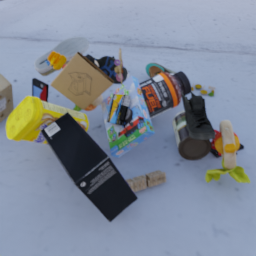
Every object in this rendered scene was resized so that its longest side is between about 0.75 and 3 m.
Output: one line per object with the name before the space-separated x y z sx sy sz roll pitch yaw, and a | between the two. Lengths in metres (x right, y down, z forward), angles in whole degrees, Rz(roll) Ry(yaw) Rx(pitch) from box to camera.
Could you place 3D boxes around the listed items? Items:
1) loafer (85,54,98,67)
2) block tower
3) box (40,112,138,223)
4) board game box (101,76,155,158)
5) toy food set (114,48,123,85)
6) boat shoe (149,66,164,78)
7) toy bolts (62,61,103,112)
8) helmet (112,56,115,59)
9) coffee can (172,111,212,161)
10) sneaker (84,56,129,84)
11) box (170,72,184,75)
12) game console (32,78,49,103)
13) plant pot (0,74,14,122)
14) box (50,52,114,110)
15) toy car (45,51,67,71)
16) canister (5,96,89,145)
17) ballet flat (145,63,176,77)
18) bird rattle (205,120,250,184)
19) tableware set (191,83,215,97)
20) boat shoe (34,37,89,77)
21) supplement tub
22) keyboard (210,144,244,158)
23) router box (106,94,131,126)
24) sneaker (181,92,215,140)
loafer | -1.217 -1.972 9.042 0.372 1.095 0.384 33 82 13
block tower | 0.553 1.652 8.715 1.251 0.338 0.362 -12 15 -18
box | -1.142 1.002 7.839 1.077 1.927 2.730 -36 41 -12
board game box | -0.109 -0.390 9.748 0.424 1.753 2.317 18 46 -41
toy food set | -0.269 -1.744 8.111 0.182 0.734 1.154 -4 38 4
boat shoe | 1.536 -2.389 13.361 0.732 0.691 2.034 -31 56 2
toy bolts | -1.390 -1.739 10.628 1.334 1.924 1.837 -2 24 36
helmet | -1.006 -3.148 14.579 1.084 1.033 1.084 -1 63 1
coffee can | 2.231 0.236 10.026 1.126 1.126 1.538 -1 37 -1
sneaker | -0.835 -2.283 11.053 2.580 0.977 0.994 28 10 39
box | 1.919 -2.021 12.152 1.106 0.645 0.333 -2 40 28
game console | -3.725 -1.090 11.415 1.262 1.465 0.869 27 36 20
plant pot | -5.922 -1.179 11.254 1.962 2.216 2.213 23 41 7
box | -1.491 -1.410 8.833 1.406 1.720 0.183 38 44 -20
toy car | -2.670 -1.308 10.227 1.446 2.948 0.981 7 26 -49
canister | -2.603 -0.099 9.284 2.189 1.626 0.948 16 45 -47
ballet flat | 1.978 -2.573 14.175 2.575 0.868 0.820 34 21 35
bird rattle | 3.164 0.591 8.780 1.309 1.894 2.324 3 50 18
tableware set | 3.605 -1.811 13.546 1.172 0.180 0.790 16 43 18
boat shoe | -2.705 -2.944 11.498 2.427 0.753 0.874 -30 81 -10
supplement tub | 1.054 -1.253 11.158 2.815 1.506 1.506 -26 42 -6
keyboard | 3.602 0.776 10.134 1.250 0.160 0.751 -16 40 -18
router box | -0.328 -0.615 9.482 0.260 1.016 0.758 16 -2 -36
sneaker | 2.051 -0.433 8.458 0.667 1.159 2.222 -5 13 0
